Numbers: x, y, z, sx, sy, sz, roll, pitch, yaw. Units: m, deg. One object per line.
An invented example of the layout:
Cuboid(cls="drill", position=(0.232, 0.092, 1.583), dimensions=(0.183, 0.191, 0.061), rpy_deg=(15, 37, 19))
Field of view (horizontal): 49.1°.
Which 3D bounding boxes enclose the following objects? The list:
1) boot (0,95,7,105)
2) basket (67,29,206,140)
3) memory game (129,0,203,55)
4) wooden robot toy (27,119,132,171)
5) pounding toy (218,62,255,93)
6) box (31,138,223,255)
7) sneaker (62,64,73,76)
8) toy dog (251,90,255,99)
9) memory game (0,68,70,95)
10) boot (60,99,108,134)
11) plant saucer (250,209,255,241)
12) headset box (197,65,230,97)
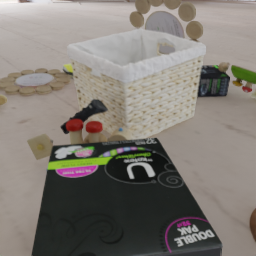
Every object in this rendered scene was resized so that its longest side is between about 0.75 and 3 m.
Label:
Cuboid(cls="boot", position=(-4.240, -0.696, 8.439), dimensions=(0.994, 0.362, 0.773), rpy_deg=(-3, 30, -4))
Cuboid(cls="basket", position=(0.168, -1.230, 7.500), dimensions=(2.649, 2.130, 2.625), rpy_deg=(-23, 37, -31))
Cuboid(cls="memory game", position=(1.245, -3.270, 9.584), dimensions=(2.908, 2.908, 0.185), rpy_deg=(21, 49, 32))
Cuboid(cls="wooden robot toy", position=(-0.632, 0.319, 6.017), dimensions=(2.720, 1.198, 1.234), rpy_deg=(5, 19, 8))
Cuboid(cls="pounding toy", position=(3.595, -1.588, 9.009), dimensions=(1.429, 0.663, 1.103), rpy_deg=(19, 16, 0))
Cuboid(cls="box", position=(-0.152, 1.284, 3.624), dimensions=(1.739, 1.456, 2.342), rpy_deg=(-4, 24, -8))
Cuboid(cls="sneaker", position=(-1.653, -2.410, 11.040), dimensions=(1.843, 0.704, 0.695), rpy_deg=(3, 29, -1))
Cuboid(cls="toy dog", position=(4.410, -0.995, 8.916), dimensions=(0.758, 0.545, 0.782), rpy_deg=(17, 29, -11))
Cuboid(cls="memory game", position=(-3.482, -1.767, 10.528), dimensions=(2.639, 0.168, 2.639), rpy_deg=(1, 30, 0))
Cuboid(cls="boot", position=(-0.937, -0.222, 6.076), dimensions=(0.308, 0.938, 0.773), rpy_deg=(51, 10, 14))
Cuboid(cls="plant saucer", position=(2.786, 1.633, 4.432), dimensions=(1.567, 0.287, 1.567), rpy_deg=(0, 30, 0))
Cuboid(cls="headset box", position=(2.644, -1.656, 9.782), dimensions=(1.524, 0.707, 1.327), rpy_deg=(-1, 30, -2))
